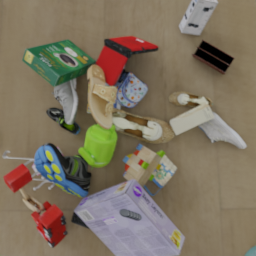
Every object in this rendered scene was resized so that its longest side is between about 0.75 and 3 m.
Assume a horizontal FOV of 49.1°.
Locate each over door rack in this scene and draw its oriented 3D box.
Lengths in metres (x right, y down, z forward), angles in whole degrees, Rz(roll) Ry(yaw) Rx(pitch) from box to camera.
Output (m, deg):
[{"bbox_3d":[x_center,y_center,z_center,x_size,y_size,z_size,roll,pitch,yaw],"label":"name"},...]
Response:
[{"bbox_3d":[-3.546,1.556,9.795,1.738,1.284,0.579,9,45,27],"label":"over door rack"}]

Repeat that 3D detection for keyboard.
[{"bbox_3d":[-1.513,3.360,10.264,1.099,0.113,0.699,18,102,4],"label":"keyboard"}]

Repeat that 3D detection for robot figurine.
[{"bbox_3d":[-1.014,0.640,9.962,1.071,1.625,1.852,24,127,10],"label":"robot figurine"}]

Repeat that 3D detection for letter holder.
[{"bbox_3d":[3.232,-2.700,10.655,1.444,1.026,0.726,33,108,8],"label":"letter holder"}]

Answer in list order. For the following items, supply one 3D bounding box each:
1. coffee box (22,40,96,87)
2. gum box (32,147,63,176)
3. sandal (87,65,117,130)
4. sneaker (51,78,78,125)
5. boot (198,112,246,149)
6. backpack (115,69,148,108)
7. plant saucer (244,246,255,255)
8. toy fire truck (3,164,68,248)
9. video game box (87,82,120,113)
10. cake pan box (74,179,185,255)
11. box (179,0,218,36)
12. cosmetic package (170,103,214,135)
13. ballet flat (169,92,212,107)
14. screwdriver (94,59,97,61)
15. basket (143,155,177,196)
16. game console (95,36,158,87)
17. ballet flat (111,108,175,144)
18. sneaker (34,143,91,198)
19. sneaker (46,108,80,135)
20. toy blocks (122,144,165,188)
[{"bbox_3d":[-2.404,-2.410,10.128,1.521,2.473,0.544,39,123,3],"label":"coffee box"},{"bbox_3d":[-2.924,1.222,10.090,0.715,1.260,0.417,-28,81,-41],"label":"gum box"},{"bbox_3d":[-0.780,-1.245,9.305,0.830,0.925,2.524,-35,55,35],"label":"sandal"},{"bbox_3d":[-2.397,-1.137,10.517,0.944,0.860,2.302,-2,61,-15],"label":"sneaker"},{"bbox_3d":[3.524,0.314,10.649,0.873,0.672,1.826,-44,76,1],"label":"boot"},{"bbox_3d":[0.051,-1.358,10.512,1.259,0.970,1.200,36,90,-24],"label":"backpack"},{"bbox_3d":[5.026,5.163,10.084,1.799,0.323,1.799,0,82,0],"label":"plant saucer"},{"bbox_3d":[-2.963,2.653,9.197,2.025,2.871,0.700,37,55,21],"label":"toy fire truck"},{"bbox_3d":[-0.923,-1.154,10.931,1.310,0.307,1.193,2,80,-4],"label":"video game box"},{"bbox_3d":[-0.070,3.128,9.039,2.628,2.853,0.746,51,41,-9],"label":"cake pan box"},{"bbox_3d":[2.643,-4.301,10.692,0.858,1.472,0.442,0,55,-18],"label":"box"},{"bbox_3d":[2.346,-0.337,10.374,1.517,0.785,0.554,-26,95,13],"label":"cosmetic package"},{"bbox_3d":[2.437,-1.087,10.810,1.702,0.556,0.600,6,91,2],"label":"ballet flat"},{"bbox_3d":[-1.150,-2.789,11.293,1.529,0.222,0.213,-21,100,6],"label":"screwdriver"},{"bbox_3d":[0.932,1.637,10.292,1.274,1.005,1.445,46,118,7],"label":"basket"},{"bbox_3d":[-0.162,-2.550,10.487,1.867,2.166,1.286,-14,122,-22],"label":"game console"},{"bbox_3d":[0.363,0.010,10.348,2.870,0.937,1.012,13,100,-2],"label":"ballet flat"},{"bbox_3d":[-2.109,1.329,9.501,1.052,2.968,1.230,4,58,25],"label":"sneaker"},{"bbox_3d":[-2.473,-0.305,10.679,1.493,0.619,0.529,37,86,5],"label":"sneaker"},{"bbox_3d":[0.337,1.272,9.797,1.165,0.852,1.704,30,84,44],"label":"toy blocks"}]
